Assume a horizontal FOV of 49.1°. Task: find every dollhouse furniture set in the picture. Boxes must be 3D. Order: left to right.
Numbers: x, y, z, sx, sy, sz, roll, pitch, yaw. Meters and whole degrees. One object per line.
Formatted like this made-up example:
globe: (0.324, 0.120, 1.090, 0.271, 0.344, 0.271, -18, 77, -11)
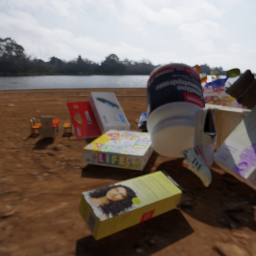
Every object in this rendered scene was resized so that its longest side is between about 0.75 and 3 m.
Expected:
dollhouse furniture set: (-3.631, -0.184, 13.202, 1.973, 1.016, 1.951, -1, 12, -6)

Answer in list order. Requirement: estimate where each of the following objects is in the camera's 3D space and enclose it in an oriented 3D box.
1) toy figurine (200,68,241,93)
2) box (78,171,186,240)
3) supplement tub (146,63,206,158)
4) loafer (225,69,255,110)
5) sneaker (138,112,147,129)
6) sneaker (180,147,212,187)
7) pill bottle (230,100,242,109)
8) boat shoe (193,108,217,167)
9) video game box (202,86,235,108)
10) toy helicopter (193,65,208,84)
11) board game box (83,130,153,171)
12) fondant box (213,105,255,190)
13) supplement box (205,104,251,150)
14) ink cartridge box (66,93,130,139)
toy figurine: (3.611, -1.701, 10.884, 1.694, 0.894, 1.015, -10, 23, 12)
box: (0.132, 1.506, 5.772, 2.149, 0.538, 0.809, -8, 36, -37)
supplement tub: (1.676, -0.661, 9.867, 2.055, 2.055, 2.928, 0, 52, 2)
loafer: (3.986, -1.154, 9.135, 0.978, 1.006, 2.754, 49, 23, 20)
sneaker: (0.858, -0.384, 13.504, 0.828, 0.842, 2.186, -4, -2, -1)
sneaker: (1.775, 1.066, 7.507, 0.582, 0.439, 1.246, -9, 50, -7)
pill bottle: (4.759, -1.257, 15.832, 2.933, 1.628, 1.628, 8, 15, 35)
boat shoe: (2.291, 0.253, 8.078, 0.615, 1.708, 0.561, 7, -12, -21)
video game box: (3.556, -0.973, 13.836, 2.602, 0.668, 2.856, 2, -30, -3)
toy helicopter: (2.862, -2.176, 14.233, 0.870, 2.206, 1.459, 41, -6, -30)
board game box: (-0.151, 0.687, 10.034, 1.953, 0.497, 2.906, 5, 13, 13)
fondant box: (3.661, 0.373, 7.673, 0.696, 2.388, 1.723, 39, 1, -19)
supplement box: (3.610, 0.019, 10.711, 0.931, 1.596, 2.533, -10, 17, -43)
ink cartridge box: (-1.508, -0.684, 13.484, 2.435, 0.618, 2.763, -4, 43, -22)
